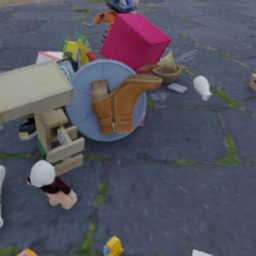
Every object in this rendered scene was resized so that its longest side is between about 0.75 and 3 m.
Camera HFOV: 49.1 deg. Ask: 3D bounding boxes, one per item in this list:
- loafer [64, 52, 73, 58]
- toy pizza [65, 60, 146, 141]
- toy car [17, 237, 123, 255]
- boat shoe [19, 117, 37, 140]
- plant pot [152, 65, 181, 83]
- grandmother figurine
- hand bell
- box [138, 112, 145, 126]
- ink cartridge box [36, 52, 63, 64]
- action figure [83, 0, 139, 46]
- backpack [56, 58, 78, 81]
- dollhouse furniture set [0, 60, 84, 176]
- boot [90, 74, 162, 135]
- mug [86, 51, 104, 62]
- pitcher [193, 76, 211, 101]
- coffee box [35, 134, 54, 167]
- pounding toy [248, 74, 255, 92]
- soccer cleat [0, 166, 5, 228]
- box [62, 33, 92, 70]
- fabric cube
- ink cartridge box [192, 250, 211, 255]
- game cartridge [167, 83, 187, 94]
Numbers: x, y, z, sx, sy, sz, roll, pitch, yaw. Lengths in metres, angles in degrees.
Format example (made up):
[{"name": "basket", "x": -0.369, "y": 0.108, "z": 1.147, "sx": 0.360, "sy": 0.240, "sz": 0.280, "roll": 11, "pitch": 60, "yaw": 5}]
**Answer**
[{"name": "loafer", "x": -2.179, "y": -2.713, "z": 10.385, "sx": 0.276, "sy": 0.241, "sz": 0.767, "roll": 26, "pitch": 8, "yaw": -30}, {"name": "toy pizza", "x": -0.774, "y": -0.940, "z": 9.845, "sx": 2.834, "sy": 2.834, "sz": 0.449, "roll": -6, "pitch": 9, "yaw": -8}, {"name": "toy car", "x": -1.527, "y": 2.915, "z": 6.562, "sx": 2.660, "sy": 0.885, "sz": 1.305, "roll": -21, "pitch": 42, "yaw": -25}, {"name": "boat shoe", "x": -3.252, "y": -0.172, "z": 9.856, "sx": 0.636, "sy": 0.530, "sz": 1.703, "roll": -3, "pitch": 24, "yaw": 19}, {"name": "plant pot", "x": 1.922, "y": -2.739, "z": 14.309, "sx": 1.483, "sy": 0.685, "sz": 1.483, "roll": 0, "pitch": 36, "yaw": 0}, {"name": "grandmother figurine", "x": -1.941, "y": 1.447, "z": 7.053, "sx": 1.312, "sy": 2.164, "sz": 0.655, "roll": 6, "pitch": 59, "yaw": 3}, {"name": "hand bell", "x": 0.889, "y": -1.987, "z": 8.914, "sx": 1.176, "sy": 0.613, "sz": 0.613, "roll": -12, "pitch": 33, "yaw": 18}, {"name": "box", "x": -0.674, "y": -0.933, "z": 11.239, "sx": 2.660, "sy": 1.270, "sz": 1.326, "roll": 1, "pitch": 37, "yaw": 9}, {"name": "ink cartridge box", "x": -3.102, "y": -2.422, "z": 12.411, "sx": 0.939, "sy": 1.621, "sz": 2.783, "roll": 23, "pitch": 18, "yaw": 4}, {"name": "action figure", "x": -0.683, "y": -5.175, "z": 12.497, "sx": 2.689, "sy": 1.454, "sz": 2.779, "roll": -40, "pitch": 58, "yaw": 9}, {"name": "backpack", "x": -2.475, "y": -1.729, "z": 10.128, "sx": 1.420, "sy": 1.261, "sz": 1.069, "roll": -13, "pitch": 28, "yaw": 18}, {"name": "dollhouse furniture set", "x": -2.664, "y": -0.189, "z": 7.771, "sx": 1.919, "sy": 2.888, "sz": 2.532, "roll": -23, "pitch": 61, "yaw": -26}, {"name": "boot", "x": 0.005, "y": -0.729, "z": 9.168, "sx": 2.419, "sy": 1.871, "sz": 0.891, "roll": -4, "pitch": 19, "yaw": 17}, {"name": "mug", "x": -1.132, "y": -2.209, "z": 10.760, "sx": 1.356, "sy": 1.020, "sz": 1.528, "roll": 24, "pitch": 8, "yaw": -16}, {"name": "pitcher", "x": 2.965, "y": -1.544, "z": 11.216, "sx": 0.541, "sy": 0.765, "sz": 0.892, "roll": -21, "pitch": 74, "yaw": 0}, {"name": "coffee box", "x": -2.858, "y": 0.769, "z": 9.549, "sx": 0.274, "sy": 0.766, "sz": 1.247, "roll": -21, "pitch": 43, "yaw": -16}, {"name": "pounding toy", "x": 6.942, "y": -2.098, "z": 13.413, "sx": 1.587, "sy": 0.726, "sz": 1.394, "roll": -7, "pitch": 37, "yaw": -9}, {"name": "soccer cleat", "x": -3.826, "y": 2.195, "z": 7.599, "sx": 1.152, "sy": 0.928, "sz": 2.705, "roll": 12, "pitch": 40, "yaw": 1}, {"name": "box", "x": -2.165, "y": -2.411, "z": 11.576, "sx": 0.669, "sy": 2.765, "sz": 1.623, "roll": 12, "pitch": 9, "yaw": 12}, {"name": "fabric cube", "x": 0.310, "y": -3.323, "z": 11.361, "sx": 1.820, "sy": 1.791, "sz": 1.826, "roll": 42, "pitch": 37, "yaw": 12}, {"name": "ink cartridge box", "x": 1.650, "y": 3.419, "z": 6.299, "sx": 0.645, "sy": 0.377, "sz": 1.111, "roll": 13, "pitch": 39, "yaw": 17}, {"name": "game cartridge", "x": 2.396, "y": -1.921, "z": 13.674, "sx": 0.835, "sy": 0.160, "sz": 0.541, "roll": 27, "pitch": 49, "yaw": 32}]
